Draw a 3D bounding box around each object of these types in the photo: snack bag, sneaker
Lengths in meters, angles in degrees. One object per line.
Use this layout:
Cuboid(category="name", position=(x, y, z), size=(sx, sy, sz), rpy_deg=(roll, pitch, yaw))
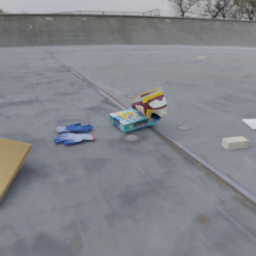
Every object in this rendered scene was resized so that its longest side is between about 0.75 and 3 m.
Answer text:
Cuboid(category="snack bag", position=(5.351, -0.139, 11.223), size=(1.176, 0.126, 1.109), rpy_deg=(0, 21, -1))
Cuboid(category="sneaker", position=(0.730, -0.684, 10.178), size=(0.896, 1.077, 2.390), rpy_deg=(-19, -1, -11))

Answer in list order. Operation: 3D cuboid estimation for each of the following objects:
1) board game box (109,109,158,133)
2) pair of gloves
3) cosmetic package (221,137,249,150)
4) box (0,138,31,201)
Cuboid(category="board game box", position=(0.212, -0.366, 11.126), size=(1.557, 0.365, 1.176), rpy_deg=(-16, 30, -27))
Cuboid(category="pair of gloves", position=(-1.969, 0.206, 10.246), size=(1.439, 0.204, 1.790), rpy_deg=(-3, 22, -12))
Cuboid(category="cosmetic package", position=(3.557, 0.509, 9.327), size=(0.763, 0.279, 0.395), rpy_deg=(-5, 22, -15))
Cuboid(category="box", position=(-3.770, 0.970, 7.094), size=(1.895, 0.247, 2.318), rpy_deg=(11, 31, -4))
